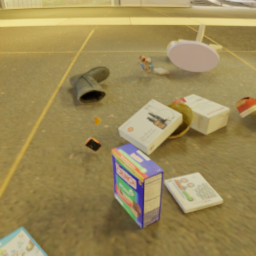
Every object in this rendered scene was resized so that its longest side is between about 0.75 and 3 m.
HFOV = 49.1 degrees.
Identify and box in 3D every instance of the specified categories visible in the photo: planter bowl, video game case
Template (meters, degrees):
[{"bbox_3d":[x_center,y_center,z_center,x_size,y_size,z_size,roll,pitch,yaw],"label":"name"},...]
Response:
[{"bbox_3d":[1.515,-0.113,9.007,1.336,0.556,1.336,-17,49,21],"label":"planter bowl"},{"bbox_3d":[1.543,1.524,6.735,0.981,0.128,1.078,-9,30,-17],"label":"video game case"},{"bbox_3d":[-1.976,2.561,4.849,1.699,0.151,1.216,25,38,38],"label":"video game case"}]

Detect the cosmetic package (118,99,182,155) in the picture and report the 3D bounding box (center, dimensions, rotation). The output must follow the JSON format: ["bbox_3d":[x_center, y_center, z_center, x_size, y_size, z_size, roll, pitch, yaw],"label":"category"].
[{"bbox_3d":[0.692,-0.074,8.641,1.217,0.417,1.615,31,62,36],"label":"cosmetic package"}]

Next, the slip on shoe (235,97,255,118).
[{"bbox_3d":[4.328,-0.845,10.044,1.952,0.723,0.597,-18,74,-53],"label":"slip on shoe"}]

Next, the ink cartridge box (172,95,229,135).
[{"bbox_3d":[2.488,-0.501,9.796,1.180,0.671,1.619,-20,35,-33],"label":"ink cartridge box"}]

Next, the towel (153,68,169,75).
[{"bbox_3d":[1.692,-2.990,14.832,0.567,0.148,0.856,-16,33,-23],"label":"towel"}]

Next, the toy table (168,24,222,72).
[{"bbox_3d":[3.595,-4.088,14.852,2.557,2.351,1.498,23,50,8],"label":"toy table"}]

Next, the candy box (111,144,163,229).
[{"bbox_3d":[0.174,1.219,5.983,0.533,1.384,1.170,-17,34,-28],"label":"candy box"}]

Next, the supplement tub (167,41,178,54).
[{"bbox_3d":[2.859,-4.696,17.017,0.984,0.984,1.362,2,30,3],"label":"supplement tub"}]

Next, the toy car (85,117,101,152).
[{"bbox_3d":[-0.922,0.174,8.111,0.503,1.026,0.342,15,19,-34],"label":"toy car"}]

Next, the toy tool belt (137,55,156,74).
[{"bbox_3d":[0.993,-3.059,13.745,0.756,1.230,0.768,32,84,18],"label":"toy tool belt"}]

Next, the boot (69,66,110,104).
[{"bbox_3d":[-1.444,-1.915,12.183,2.117,0.845,2.328,-25,28,-14],"label":"boot"}]
